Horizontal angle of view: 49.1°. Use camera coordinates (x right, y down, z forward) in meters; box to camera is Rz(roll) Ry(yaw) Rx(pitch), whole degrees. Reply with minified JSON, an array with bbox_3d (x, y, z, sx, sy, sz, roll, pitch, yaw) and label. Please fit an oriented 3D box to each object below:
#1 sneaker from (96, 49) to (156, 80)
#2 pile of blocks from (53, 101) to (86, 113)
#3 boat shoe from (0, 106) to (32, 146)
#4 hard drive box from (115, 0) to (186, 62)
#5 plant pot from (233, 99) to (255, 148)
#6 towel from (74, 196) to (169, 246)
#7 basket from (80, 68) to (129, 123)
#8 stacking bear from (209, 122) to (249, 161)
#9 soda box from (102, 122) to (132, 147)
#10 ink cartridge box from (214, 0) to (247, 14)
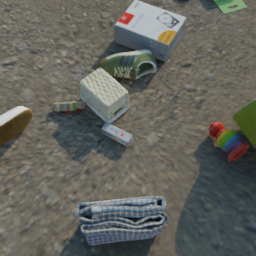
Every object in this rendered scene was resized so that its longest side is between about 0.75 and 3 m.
[{"bbox_3d":[0.020,-1.973,9.216,2.000,0.671,0.898,-16,58,-12],"label":"sneaker"},{"bbox_3d":[-1.818,-0.636,8.756,1.055,0.433,0.328,-1,104,10],"label":"pile of blocks"},{"bbox_3d":[-3.972,0.106,7.966,2.549,0.902,0.883,-40,69,-18],"label":"boat shoe"},{"bbox_3d":[0.784,-3.492,9.997,2.045,0.785,1.594,24,63,13],"label":"hard drive box"},{"bbox_3d":[4.207,0.232,7.228,2.083,2.083,2.226,-19,73,-10],"label":"plant pot"},{"bbox_3d":[-0.140,2.164,6.440,1.973,1.634,0.844,-4,66,-2],"label":"towel"},{"bbox_3d":[-0.738,-1.014,8.595,0.955,0.869,1.409,-40,68,-20],"label":"basket"},{"bbox_3d":[2.769,0.302,7.956,0.654,0.698,1.149,-53,57,22],"label":"stacking bear"},{"bbox_3d":[-0.325,0.190,8.255,0.910,0.311,0.289,27,65,14],"label":"soda box"},{"bbox_3d":[3.971,-5.349,11.271,1.120,0.369,1.539,-19,61,-11],"label":"ink cartridge box"}]
